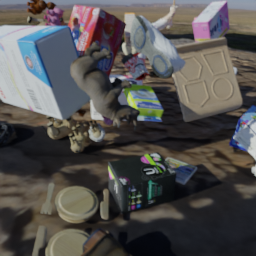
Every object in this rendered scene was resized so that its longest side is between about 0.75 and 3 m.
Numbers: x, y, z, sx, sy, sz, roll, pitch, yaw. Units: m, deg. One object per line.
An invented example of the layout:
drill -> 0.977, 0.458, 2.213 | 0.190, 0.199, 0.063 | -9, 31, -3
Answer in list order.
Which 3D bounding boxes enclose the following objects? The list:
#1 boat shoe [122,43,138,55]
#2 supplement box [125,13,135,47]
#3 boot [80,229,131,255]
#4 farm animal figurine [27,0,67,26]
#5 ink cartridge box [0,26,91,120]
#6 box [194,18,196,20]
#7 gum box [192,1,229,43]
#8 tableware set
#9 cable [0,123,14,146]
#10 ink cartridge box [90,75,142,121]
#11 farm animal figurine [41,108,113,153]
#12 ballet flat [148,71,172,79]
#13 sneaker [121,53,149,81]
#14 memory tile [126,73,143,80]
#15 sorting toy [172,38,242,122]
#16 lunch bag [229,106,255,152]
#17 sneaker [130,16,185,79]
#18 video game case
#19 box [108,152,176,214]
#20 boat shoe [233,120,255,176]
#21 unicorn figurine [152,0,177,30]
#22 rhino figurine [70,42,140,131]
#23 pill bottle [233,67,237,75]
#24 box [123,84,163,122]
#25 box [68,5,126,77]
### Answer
boat shoe -> 0.250, -3.661, 12.673 | 0.519, 0.627, 1.745 | -29, 18, -17
supplement box -> 0.070, -3.778, 10.830 | 0.397, 0.680, 1.079 | -1, 71, 0
boot -> -0.690, 2.782, 4.823 | 0.992, 0.765, 2.047 | 23, 48, 23
farm animal figurine -> -2.606, -3.200, 9.574 | 1.284, 2.062, 2.553 | 0, 36, -37
ink cartridge box -> -2.661, -1.620, 7.723 | 2.914, 2.106, 1.234 | 14, 43, 34
box -> 2.973, -3.929, 11.275 | 0.478, 1.010, 0.518 | -9, 24, 12
gum box -> 3.150, -3.843, 10.459 | 0.628, 1.078, 1.900 | 13, 49, 38
tableware set -> -1.225, 2.264, 6.263 | 1.525, 0.462, 2.308 | 9, 32, -9
cable -> -5.240, 0.295, 10.144 | 2.118, 0.538, 1.728 | -18, 27, -27
ink cartridge box -> -0.423, -1.442, 12.650 | 2.065, 1.203, 2.853 | 2, 27, 4
farm animal figurine -> -1.678, 0.053, 10.026 | 2.282, 1.147, 1.843 | 23, 54, 32
ballet flat -> 1.071, -1.758, 9.186 | 0.837, 0.282, 0.194 | 0, 6, -10
sneaker -> 0.333, -1.845, 8.452 | 0.493, 0.791, 1.475 | -32, 3, 26
memory tile -> 0.413, -3.210, 17.334 | 0.975, 0.107, 1.272 | -3, 27, -7
sorting toy -> 2.465, -1.566, 9.064 | 2.201, 2.378, 0.434 | -14, 3, -15
lunch bag -> 4.987, 0.336, 9.544 | 2.362, 1.111, 1.778 | 27, 34, 26
sneaker -> 0.618, -1.781, 6.127 | 0.702, 0.601, 1.612 | -21, 75, -38
video game case -> 1.441, 1.289, 8.513 | 1.005, 0.111, 0.914 | 17, 32, 31
box -> 0.332, 1.405, 7.369 | 1.497, 0.931, 1.112 | -9, 29, -18
boat shoe -> 4.078, 1.090, 7.959 | 1.063, 1.047, 2.998 | 25, 29, -45
unicorn figurine -> 1.325, -4.098, 10.872 | 1.704, 0.629, 1.170 | -43, 1, 2
rhino figurine -> -0.402, -0.712, 5.705 | 0.852, 1.948, 0.582 | -40, 16, -15
pill bottle -> 2.953, -2.205, 10.826 | 2.173, 1.209, 1.209 | 19, 30, 5
box -> 0.414, -0.706, 7.632 | 0.794, 0.310, 1.302 | 2, 40, -22
box -> -1.321, -2.476, 9.353 | 1.360, 2.728, 1.302 | 26, 12, 38
